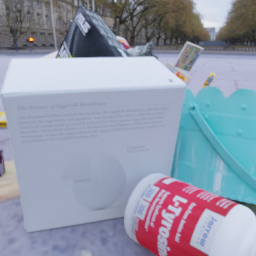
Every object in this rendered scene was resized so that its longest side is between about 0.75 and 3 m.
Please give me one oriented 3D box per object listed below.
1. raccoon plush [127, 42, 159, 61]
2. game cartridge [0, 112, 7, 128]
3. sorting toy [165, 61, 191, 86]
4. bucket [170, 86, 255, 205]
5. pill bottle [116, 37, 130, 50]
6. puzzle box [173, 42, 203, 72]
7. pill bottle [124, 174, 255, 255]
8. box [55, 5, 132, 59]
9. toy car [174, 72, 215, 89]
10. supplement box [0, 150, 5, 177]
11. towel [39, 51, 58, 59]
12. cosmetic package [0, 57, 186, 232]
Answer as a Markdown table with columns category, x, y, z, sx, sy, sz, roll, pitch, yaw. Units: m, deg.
| category | x | y | z | sx | sy | sz | roll | pitch | yaw |
| --- | --- | --- | --- | --- | --- | --- | --- | --- | --- |
| raccoon plush | 0.443 | -1.282 | 8.901 | 1.900 | 2.836 | 1.372 | -27 | -6 | 3 |
| game cartridge | -4.128 | -0.361 | 10.349 | 1.375 | 0.253 | 1.560 | -4 | 20 | -13 |
| sorting toy | 2.005 | -1.693 | 11.148 | 1.784 | 1.318 | 0.263 | 34 | -15 | -5 |
| bucket | 1.918 | 0.351 | 4.943 | 2.475 | 1.610 | 2.475 | 11 | -3 | 0 |
| pill bottle | -0.222 | -1.956 | 10.963 | 1.651 | 2.923 | 1.651 | -23 | -20 | -9 |
| puzzle box | 1.874 | -2.200 | 8.747 | 0.577 | 0.867 | 0.110 | 16 | 39 | -15 |
| pill bottle | 0.970 | 1.395 | 3.719 | 1.930 | 1.083 | 1.083 | 16 | 24 | 40 |
| box | -1.097 | -1.129 | 6.530 | 0.624 | 2.536 | 2.626 | 9 | 37 | -37 |
| toy car | 1.808 | -1.543 | 8.774 | 1.193 | 0.809 | 2.432 | 41 | 44 | 18 |
| supplement box | -3.370 | 0.812 | 6.300 | 1.042 | 0.567 | 0.317 | -1 | 19 | -5 |
| towel | -2.023 | -2.060 | 9.344 | 1.984 | 0.335 | 2.077 | -32 | 48 | -30 |
| cosmetic package | -0.591 | 0.180 | 4.762 | 2.449 | 2.457 | 1.510 | -4 | 33 | -15 |
